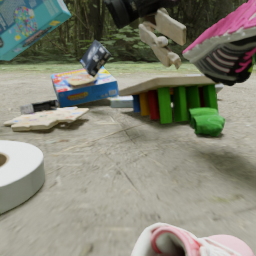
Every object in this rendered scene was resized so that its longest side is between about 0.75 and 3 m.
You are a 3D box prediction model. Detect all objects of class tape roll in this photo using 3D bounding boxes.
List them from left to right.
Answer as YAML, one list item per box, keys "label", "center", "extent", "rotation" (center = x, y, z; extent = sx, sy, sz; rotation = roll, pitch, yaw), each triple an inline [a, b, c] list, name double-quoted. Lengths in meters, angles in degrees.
- label: "tape roll"
  center: [-2.630, 0.781, 4.608]
  extent: [2.425, 0.443, 2.425]
  rotation: [0, 17, 0]

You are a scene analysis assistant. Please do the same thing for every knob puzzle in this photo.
- label: "knob puzzle"
  center: [-1.864, -1.864, 11.169]
  extent: [1.340, 0.186, 1.340]
  rotation: [-4, 29, 2]

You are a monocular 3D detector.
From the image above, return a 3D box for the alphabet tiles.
- label: "alphabet tiles"
  center: [-2.511, -0.310, 8.804]
  extent: [2.344, 0.175, 2.397]
  rotation: [-4, 14, 12]

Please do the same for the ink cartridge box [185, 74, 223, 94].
- label: "ink cartridge box"
  center: [3.349, -1.944, 13.007]
  extent: [1.678, 0.700, 1.219]
  rotation: [-3, -14, -6]

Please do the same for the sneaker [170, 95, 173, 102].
- label: "sneaker"
  center: [2.362, -1.521, 12.481]
  extent: [1.721, 0.606, 0.805]
  rotation: [-5, 22, -9]

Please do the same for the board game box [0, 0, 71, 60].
- label: "board game box"
  center: [-3.037, -3.272, 7.777]
  extent: [2.357, 1.779, 0.553]
  rotation: [-28, 3, 16]

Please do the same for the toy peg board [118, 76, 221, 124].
- label: "toy peg board"
  center: [1.483, -0.872, 9.591]
  extent: [2.746, 1.343, 2.735]
  rotation: [-6, 1, -26]

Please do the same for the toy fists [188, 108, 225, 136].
- label: "toy fists"
  center: [2.229, -0.187, 7.943]
  extent: [0.806, 0.544, 1.581]
  rotation: [-6, 17, 5]

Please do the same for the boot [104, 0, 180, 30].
- label: "boot"
  center: [0.346, -3.290, 7.324]
  extent: [1.681, 0.846, 2.249]
  rotation: [-27, 28, 1]

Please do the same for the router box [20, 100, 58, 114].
- label: "router box"
  center: [-3.105, -0.757, 9.889]
  extent: [1.173, 0.299, 0.875]
  rotation: [-10, 10, -6]

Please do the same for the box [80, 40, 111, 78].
- label: "box"
  center: [-1.188, -2.473, 9.962]
  extent: [0.275, 1.012, 1.263]
  rotation: [28, 18, -38]

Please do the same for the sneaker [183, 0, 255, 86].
- label: "sneaker"
  center: [2.072, -1.440, 5.186]
  extent: [1.011, 1.199, 2.741]
  rotation: [-46, 10, -10]

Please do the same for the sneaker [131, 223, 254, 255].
- label: "sneaker"
  center: [0.621, 1.166, 2.362]
  extent: [0.681, 0.946, 1.809]
  rotation: [12, 19, 43]

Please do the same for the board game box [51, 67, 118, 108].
- label: "board game box"
  center: [-1.934, -1.858, 12.072]
  extent: [2.442, 0.682, 2.391]
  rotation: [-14, 31, -15]

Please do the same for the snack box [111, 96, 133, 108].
- label: "snack box"
  center: [-0.045, -1.083, 11.414]
  extent: [1.289, 0.342, 0.917]
  rotation: [-2, 15, -1]

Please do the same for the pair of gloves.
- label: "pair of gloves"
  center: [1.079, -3.327, 10.167]
  extent: [0.480, 2.329, 2.739]
  rotation: [-40, -16, -7]
